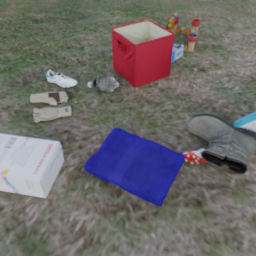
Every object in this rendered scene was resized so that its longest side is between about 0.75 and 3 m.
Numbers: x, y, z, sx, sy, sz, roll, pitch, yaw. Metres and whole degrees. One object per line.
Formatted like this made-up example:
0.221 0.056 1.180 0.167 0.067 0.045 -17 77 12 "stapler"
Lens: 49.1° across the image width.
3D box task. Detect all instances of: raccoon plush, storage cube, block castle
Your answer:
-1.125 -1.828 12.341 1.563 0.756 1.048 -15 10 13 "raccoon plush"
0.619 -3.580 13.409 2.474 2.224 2.115 -23 46 -23 "storage cube"
3.179 -5.706 16.506 1.916 1.345 2.868 10 42 12 "block castle"

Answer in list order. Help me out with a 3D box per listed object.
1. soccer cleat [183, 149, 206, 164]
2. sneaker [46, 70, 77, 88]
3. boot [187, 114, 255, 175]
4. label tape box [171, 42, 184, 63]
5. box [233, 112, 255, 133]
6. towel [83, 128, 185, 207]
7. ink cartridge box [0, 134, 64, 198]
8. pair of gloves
2.447 0.936 9.581 1.269 0.436 0.541 3 41 -2 "soccer cleat"
-3.145 -2.301 13.192 1.637 0.593 0.588 17 43 17 "sneaker"
2.921 0.456 9.469 2.742 0.928 1.791 21 40 35 "boot"
1.675 -4.271 15.341 2.204 0.728 1.579 32 51 30 "label tape box"
4.856 -0.209 9.480 2.310 0.951 0.568 -30 20 38 "box"
0.234 1.214 9.171 2.803 0.695 2.070 21 52 22 "towel"
-3.404 1.163 8.910 2.259 0.988 1.641 6 42 8 "ink cartridge box"
-3.268 -0.932 11.829 1.569 0.323 1.845 -10 44 -17 "pair of gloves"
